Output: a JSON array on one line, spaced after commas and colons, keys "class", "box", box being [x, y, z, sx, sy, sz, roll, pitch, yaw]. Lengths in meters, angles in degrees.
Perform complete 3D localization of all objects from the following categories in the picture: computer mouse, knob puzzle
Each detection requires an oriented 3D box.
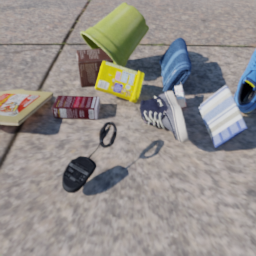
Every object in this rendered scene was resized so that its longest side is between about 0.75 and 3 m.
[{"class": "computer mouse", "box": [-1.013, 0.793, 7.801, 0.688, 0.399, 2.346, 30, 65, 15]}, {"class": "knob puzzle", "box": [-4.606, -0.710, 10.255, 3.193, 0.443, 3.193, -1, 29, 1]}]

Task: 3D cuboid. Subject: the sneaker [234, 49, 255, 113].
[{"class": "sneaker", "box": [4.640, -1.934, 9.998, 0.972, 2.949, 1.156, 24, 2, 26]}]

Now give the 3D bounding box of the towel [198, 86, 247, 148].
[{"class": "towel", "box": [2.913, -0.354, 8.758, 0.203, 1.251, 1.704, 15, 48, -33]}]

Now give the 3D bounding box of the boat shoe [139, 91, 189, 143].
[{"class": "boat shoe", "box": [1.118, -0.271, 9.287, 1.307, 1.053, 2.820, -16, 26, 7]}]

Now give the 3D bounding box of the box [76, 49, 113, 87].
[{"class": "box", "box": [-1.427, -2.622, 12.143, 1.483, 1.217, 1.230, -6, 39, -7]}]

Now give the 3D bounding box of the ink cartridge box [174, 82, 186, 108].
[{"class": "ink cartridge box", "box": [1.987, -1.268, 10.716, 0.294, 0.507, 0.870, -13, 53, 16]}]

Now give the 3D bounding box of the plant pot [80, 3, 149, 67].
[{"class": "plant pot", "box": [-0.410, -4.044, 12.228, 2.271, 2.471, 2.471, -47, 50, 0]}]

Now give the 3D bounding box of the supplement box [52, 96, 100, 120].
[{"class": "supplement box", "box": [-1.892, -0.765, 10.381, 1.614, 0.491, 0.878, 3, 38, 2]}]

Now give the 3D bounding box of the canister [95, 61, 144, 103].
[{"class": "canister", "box": [-0.339, -1.790, 10.834, 1.661, 0.719, 1.234, 16, 76, -10]}]

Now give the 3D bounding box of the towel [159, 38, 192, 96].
[{"class": "towel", "box": [1.973, -2.680, 11.909, 0.685, 1.576, 2.823, 23, 38, -14]}]
